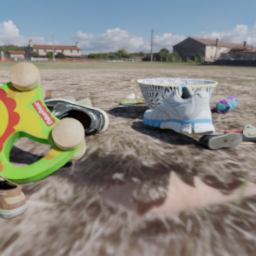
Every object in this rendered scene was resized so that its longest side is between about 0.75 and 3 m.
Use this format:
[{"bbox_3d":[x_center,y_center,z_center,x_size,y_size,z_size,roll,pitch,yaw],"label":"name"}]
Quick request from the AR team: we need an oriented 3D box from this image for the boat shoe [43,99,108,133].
[{"bbox_3d":[-1.956,-0.333,8.330,2.661,0.956,0.900,9,14,22],"label":"boat shoe"}]

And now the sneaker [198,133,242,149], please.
[{"bbox_3d":[2.349,0.278,7.135,1.031,0.385,0.547,-4,11,-19],"label":"sneaker"}]

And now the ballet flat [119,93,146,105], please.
[{"bbox_3d":[0.387,-1.381,13.184,1.676,0.593,0.593,-5,15,-16],"label":"ballet flat"}]

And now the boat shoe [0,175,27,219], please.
[{"bbox_3d":[-2.056,0.948,4.347,1.338,0.480,0.506,9,17,30],"label":"boat shoe"}]

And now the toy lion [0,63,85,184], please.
[{"bbox_3d":[-2.390,0.034,5.292,2.373,0.850,2.476,-35,73,-20],"label":"toy lion"}]

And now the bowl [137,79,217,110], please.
[{"bbox_3d":[1.743,-1.049,10.305,2.882,1.352,2.882,0,15,0],"label":"bowl"}]

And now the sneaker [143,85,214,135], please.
[{"bbox_3d":[1.401,-0.566,8.105,1.117,1.291,2.979,-1,4,-26],"label":"sneaker"}]

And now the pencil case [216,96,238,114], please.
[{"bbox_3d":[4.041,-0.949,11.386,0.543,0.590,1.276,26,27,28],"label":"pencil case"}]

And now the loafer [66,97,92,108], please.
[{"bbox_3d":[-2.370,-0.948,11.258,1.859,0.635,0.703,-2,10,-15],"label":"loafer"}]

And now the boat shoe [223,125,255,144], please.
[{"bbox_3d":[3.328,0.163,7.344,1.620,0.507,0.576,6,18,27],"label":"boat shoe"}]

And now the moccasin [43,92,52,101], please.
[{"bbox_3d":[-4.608,-1.387,12.081,2.541,0.981,0.929,-6,-18,-17],"label":"moccasin"}]

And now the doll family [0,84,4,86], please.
[{"bbox_3d":[-4.627,-0.351,8.509,2.948,1.328,1.830,-14,17,19],"label":"doll family"}]
